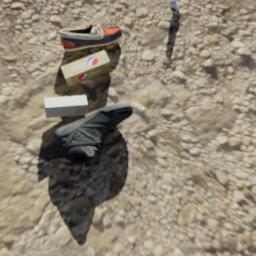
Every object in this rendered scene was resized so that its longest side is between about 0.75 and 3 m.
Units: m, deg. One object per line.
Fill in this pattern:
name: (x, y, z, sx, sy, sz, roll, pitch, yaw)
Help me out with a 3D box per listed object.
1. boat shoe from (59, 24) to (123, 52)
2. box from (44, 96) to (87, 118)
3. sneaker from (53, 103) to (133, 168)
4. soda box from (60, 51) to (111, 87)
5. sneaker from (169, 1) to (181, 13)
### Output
boat shoe: (-1.477, -3.784, 11.348, 2.558, 0.800, 0.910, -14, 40, -6)
box: (-2.212, -0.756, 9.963, 1.462, 0.601, 0.500, -5, 54, -18)
sneaker: (-0.928, 0.308, 9.413, 2.859, 1.093, 1.638, -26, 69, -9)
soda box: (-1.609, -2.286, 10.831, 1.836, 0.588, 0.622, -23, 67, -8)
sneaker: (2.002, -5.197, 12.140, 0.411, 1.126, 0.399, 10, 104, 24)
